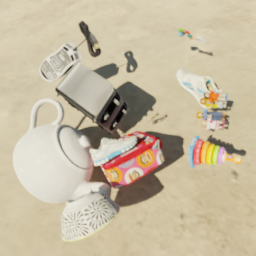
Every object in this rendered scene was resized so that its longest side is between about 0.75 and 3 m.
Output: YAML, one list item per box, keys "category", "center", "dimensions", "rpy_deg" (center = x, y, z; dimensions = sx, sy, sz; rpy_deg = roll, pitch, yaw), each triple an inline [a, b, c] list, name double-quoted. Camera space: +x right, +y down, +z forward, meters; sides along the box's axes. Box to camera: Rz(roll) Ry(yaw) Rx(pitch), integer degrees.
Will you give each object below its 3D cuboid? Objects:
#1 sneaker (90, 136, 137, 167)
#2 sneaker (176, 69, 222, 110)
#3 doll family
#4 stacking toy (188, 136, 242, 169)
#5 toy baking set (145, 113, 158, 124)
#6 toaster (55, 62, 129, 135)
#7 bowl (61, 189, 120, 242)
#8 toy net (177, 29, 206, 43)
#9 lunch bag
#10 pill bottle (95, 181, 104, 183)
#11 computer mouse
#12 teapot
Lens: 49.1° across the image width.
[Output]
- category: "sneaker"
  center: [-0.410, 0.481, 7.697]
  dimensions: [1.403, 0.526, 0.608]
  rpy_deg: [-28, 93, -16]
- category: "sneaker"
  center: [2.916, -1.813, 11.550]
  dimensions: [0.884, 0.933, 2.310]
  rpy_deg: [-12, 52, -38]
- category: "doll family"
  center: [2.960, -0.599, 10.025]
  dimensions: [0.965, 0.700, 1.554]
  rpy_deg: [7, 88, 14]
- category: "stacking toy"
  center: [2.518, 0.795, 8.068]
  dimensions: [1.447, 0.794, 0.840]
  rpy_deg: [10, 44, 29]
- category: "toy baking set"
  center: [0.893, -0.364, 10.475]
  dimensions: [0.091, 0.597, 0.778]
  rpy_deg: [54, 26, 2]
- category: "toaster"
  center: [-1.198, -0.980, 9.558]
  dimensions: [2.244, 2.029, 1.332]
  rpy_deg: [35, 86, 21]
- category: "bowl"
  center: [-1.023, 1.926, 6.669]
  dimensions: [1.520, 1.520, 0.713]
  rpy_deg: [-26, 95, -18]
- category: "toy net"
  center: [2.645, -3.836, 11.549]
  dimensions: [1.265, 0.664, 0.244]
  rpy_deg: [19, 84, 5]
- category: "lunch bag"
  center: [0.138, 0.862, 8.948]
  dimensions: [2.135, 2.424, 0.993]
  rpy_deg: [-27, 101, -10]
- category: "pill bottle"
  center: [-0.965, 2.184, 9.101]
  dimensions: [0.461, 0.461, 0.825]
  rpy_deg: [5, 54, 4]
- category: "computer mouse"
  center: [-2.217, -2.653, 10.410]
  dimensions: [2.524, 0.554, 1.384]
  rpy_deg: [-35, 88, 12]
- category: "teapot"
  center: [-1.987, 0.803, 8.544]
  dimensions: [1.946, 2.665, 2.630]
  rpy_deg: [-36, 36, 20]
